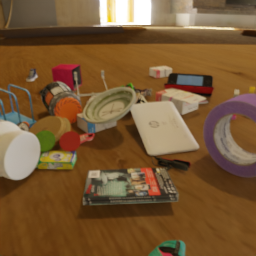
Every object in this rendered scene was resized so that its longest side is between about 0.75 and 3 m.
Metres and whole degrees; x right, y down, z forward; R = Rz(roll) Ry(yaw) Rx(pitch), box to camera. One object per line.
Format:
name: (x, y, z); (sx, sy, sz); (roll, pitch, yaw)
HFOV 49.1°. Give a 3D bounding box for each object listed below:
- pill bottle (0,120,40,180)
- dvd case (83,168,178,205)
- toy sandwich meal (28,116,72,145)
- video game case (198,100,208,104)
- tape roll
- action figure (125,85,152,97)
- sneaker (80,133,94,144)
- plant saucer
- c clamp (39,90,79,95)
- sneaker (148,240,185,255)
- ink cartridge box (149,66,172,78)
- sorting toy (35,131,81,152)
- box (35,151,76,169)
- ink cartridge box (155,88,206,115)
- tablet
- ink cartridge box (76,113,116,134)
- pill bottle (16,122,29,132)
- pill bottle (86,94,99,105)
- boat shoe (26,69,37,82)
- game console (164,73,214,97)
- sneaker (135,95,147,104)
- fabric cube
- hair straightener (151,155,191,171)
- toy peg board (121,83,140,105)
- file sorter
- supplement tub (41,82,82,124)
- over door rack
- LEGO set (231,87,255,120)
pill bottle: (-4.350, 0.539, 8.623); (2.999, 1.745, 1.745); (12, 29, 22)
dvd case: (0.024, 1.577, 7.809); (2.407, 0.265, 1.757); (-1, 14, -4)
toy sandwich meal: (-2.942, 0.228, 10.501); (1.767, 0.605, 1.767); (-12, 45, 12)
video game case: (3.647, -1.459, 14.601); (0.649, 0.079, 0.908); (-7, 27, -13)
tape roll: (3.561, 0.218, 8.506); (1.006, 2.367, 2.367); (-20, 32, -39)
action figure: (0.625, -1.944, 15.132); (1.585, 0.550, 1.031); (21, 26, 29)
sneaker: (-1.664, 0.360, 10.376); (0.931, 0.343, 0.404); (-20, -9, -36)
plant saucer: (-0.667, -0.756, 10.900); (2.205, 0.553, 2.205); (-16, 36, 12)
c clamp: (-3.930, -1.960, 15.516); (1.866, 0.253, 1.594); (20, 37, 33)
sneaker: (1.057, 2.701, 5.599); (1.296, 0.542, 0.783); (15, 39, 30)
ink cartridge box: (2.180, -3.752, 18.790); (1.261, 0.522, 0.924); (-12, 29, -24)
sorting toy: (-2.682, 0.563, 9.744); (2.177, 0.750, 0.755); (1, 69, 1)
box: (-2.399, 1.047, 9.200); (1.273, 0.308, 0.747); (-2, 24, 2)
ink cartridge box: (2.498, -1.251, 13.439); (1.245, 0.721, 2.138); (-21, 31, -37)
tablet: (1.296, -0.099, 10.889); (1.943, 0.204, 2.985); (-6, 40, -12)
ink cartridge box: (-1.170, -0.363, 11.756); (1.703, 0.578, 0.988); (-19, 32, -31)
pill bottle: (-4.167, 0.116, 10.802); (0.529, 0.529, 0.996); (2, 26, 4)
pill bottle: (-1.551, -1.271, 13.645); (0.578, 0.578, 1.062); (14, 29, 26)
boat shoe: (-6.246, -3.424, 18.020); (0.492, 0.612, 1.319); (-1, 26, -1)
game console: (3.292, -2.531, 15.007); (2.501, 1.484, 2.155); (7, 56, 12)
sneaker: (0.404, -1.165, 13.463); (0.844, 0.551, 1.509); (-9, 27, -16)
fabric cube: (-3.559, -2.981, 16.396); (1.260, 1.264, 1.240); (4, 27, 13)
hair straightener: (1.311, 1.139, 9.048); (1.327, 0.272, 0.511); (15, 30, 28)
toy peg board: (-0.424, -1.407, 13.093); (1.587, 0.776, 1.580); (-15, 20, 22)
file sorter: (-5.350, -0.611, 11.177); (1.774, 1.569, 2.557); (19, 32, 35)
supplement tub: (-2.920, -1.095, 12.334); (1.412, 1.412, 2.305); (-12, 29, -24)
over door rack: (-1.938, -2.096, 14.915); (1.681, 0.758, 2.276); (-6, 48, -11)
LEGO set: (5.471, -1.339, 13.200); (1.011, 1.088, 2.651); (10, 28, 18)
